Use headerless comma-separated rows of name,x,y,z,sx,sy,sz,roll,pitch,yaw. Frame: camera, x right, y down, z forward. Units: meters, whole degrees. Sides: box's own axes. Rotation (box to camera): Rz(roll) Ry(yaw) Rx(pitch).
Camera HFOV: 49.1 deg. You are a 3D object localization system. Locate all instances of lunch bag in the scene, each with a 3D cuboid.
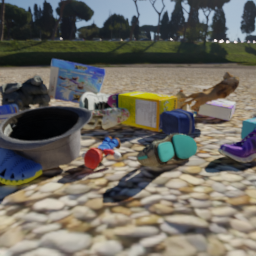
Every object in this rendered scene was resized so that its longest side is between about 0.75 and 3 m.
lunch bag,1.799,-0.198,10.141,0.819,0.841,1.237,-13,21,-26

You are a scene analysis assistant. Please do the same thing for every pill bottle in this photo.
pill bottle,-5.315,-0.551,11.676,1.344,0.753,0.753,-11,19,-35

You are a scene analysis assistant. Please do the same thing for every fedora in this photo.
fedora,-2.119,0.318,7.328,2.564,1.158,2.268,2,29,17

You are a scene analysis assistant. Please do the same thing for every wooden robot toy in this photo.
wooden robot toy,2.416,-1.296,13.632,2.512,1.140,1.107,2,16,6

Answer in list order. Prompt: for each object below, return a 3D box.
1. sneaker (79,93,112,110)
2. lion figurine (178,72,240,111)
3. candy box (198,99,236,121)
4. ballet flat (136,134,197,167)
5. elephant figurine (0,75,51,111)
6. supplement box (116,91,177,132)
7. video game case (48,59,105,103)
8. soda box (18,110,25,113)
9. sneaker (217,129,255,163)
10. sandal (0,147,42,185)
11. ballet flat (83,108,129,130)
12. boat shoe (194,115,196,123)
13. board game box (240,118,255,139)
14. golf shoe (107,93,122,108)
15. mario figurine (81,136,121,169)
sneaker,-1.232,-1.132,13.110,1.292,1.115,2.947,6,17,18
lion figurine,3.296,-1.339,11.433,2.535,0.919,1.553,-32,5,-24
candy box,4.167,-0.917,13.026,1.393,0.594,1.661,14,20,23
ballet flat,0.978,0.590,7.365,0.864,0.778,2.294,-16,-6,36
elephant figurine,-5.296,-1.444,13.470,2.677,1.894,2.077,-25,-4,-24
supplement box,0.716,-0.735,11.416,2.254,1.227,1.234,14,21,40
video game case,-2.632,-2.174,13.981,2.547,2.308,0.579,8,54,-15
soda box,-3.608,-0.464,11.569,1.680,0.594,0.532,0,14,6
sneaker,3.352,0.451,7.897,1.932,0.806,0.779,-6,17,-24
sandal,-2.914,0.811,6.662,1.905,0.829,0.757,7,16,18
ballet flat,-1.154,-0.278,10.936,2.420,0.915,0.773,-3,49,8
boat shoe,2.722,-0.411,11.993,0.311,0.292,0.816,8,17,14
board game box,5.498,0.228,8.921,2.168,0.674,2.871,-11,20,-36
golf shoe,0.186,-1.091,12.999,2.333,0.879,1.068,8,1,-3
mario figurine,-0.720,0.727,7.442,0.775,0.665,1.255,-29,6,38
